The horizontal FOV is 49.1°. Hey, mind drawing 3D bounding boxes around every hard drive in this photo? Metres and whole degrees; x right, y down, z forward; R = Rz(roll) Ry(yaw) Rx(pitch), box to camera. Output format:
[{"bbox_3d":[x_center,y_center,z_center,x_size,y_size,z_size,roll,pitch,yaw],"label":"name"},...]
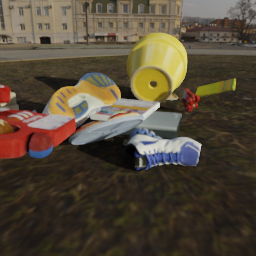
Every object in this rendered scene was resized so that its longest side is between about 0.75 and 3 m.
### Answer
[{"bbox_3d":[0.430,-0.158,8.795,2.359,0.388,1.646,5,20,14],"label":"hard drive"}]

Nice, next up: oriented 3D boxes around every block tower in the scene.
[{"bbox_3d":[-5.374,-1.176,11.239,2.455,0.710,0.663,16,25,35],"label":"block tower"}]

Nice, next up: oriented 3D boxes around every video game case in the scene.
[{"bbox_3d":[-0.025,-0.576,9.092,1.547,0.189,2.164,8,20,21],"label":"video game case"}]

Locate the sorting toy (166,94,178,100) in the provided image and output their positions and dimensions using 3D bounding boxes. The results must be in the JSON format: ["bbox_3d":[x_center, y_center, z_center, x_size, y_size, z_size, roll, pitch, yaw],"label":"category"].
[{"bbox_3d":[1.773,-1.425,12.739,0.756,0.151,1.023,-6,23,-3],"label":"sorting toy"}]

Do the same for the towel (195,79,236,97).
[{"bbox_3d":[3.630,-1.639,11.658,1.644,0.148,0.707,-9,38,38],"label":"towel"}]

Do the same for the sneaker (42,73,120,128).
[{"bbox_3d":[-1.362,-0.684,7.886,1.286,1.098,2.917,-40,-5,36],"label":"sneaker"}]

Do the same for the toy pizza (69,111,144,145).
[{"bbox_3d":[-0.553,-0.026,7.049,1.964,0.311,1.964,-18,-9,-3],"label":"toy pizza"}]

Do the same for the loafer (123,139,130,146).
[{"bbox_3d":[0.210,0.312,7.631,0.778,0.271,0.293,-11,23,-29],"label":"loafer"}]

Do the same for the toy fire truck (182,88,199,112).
[{"bbox_3d":[2.241,-1.020,10.359,0.425,0.758,0.636,-19,46,-20],"label":"toy fire truck"}]

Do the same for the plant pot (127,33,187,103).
[{"bbox_3d":[1.138,-2.325,11.775,2.631,2.631,2.476,4,36,10],"label":"plant pot"}]

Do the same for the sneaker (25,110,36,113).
[{"bbox_3d":[-2.591,0.017,7.562,0.550,0.869,1.545,-15,24,-38],"label":"sneaker"}]

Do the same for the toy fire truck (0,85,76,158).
[{"bbox_3d":[-2.285,0.016,5.164,2.176,1.453,2.591,6,11,3],"label":"toy fire truck"}]

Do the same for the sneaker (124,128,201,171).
[{"bbox_3d":[0.654,0.628,6.297,1.766,0.713,1.020,13,34,25],"label":"sneaker"}]
